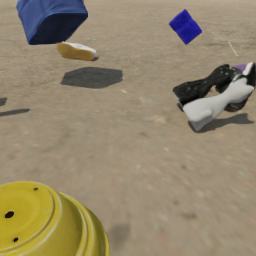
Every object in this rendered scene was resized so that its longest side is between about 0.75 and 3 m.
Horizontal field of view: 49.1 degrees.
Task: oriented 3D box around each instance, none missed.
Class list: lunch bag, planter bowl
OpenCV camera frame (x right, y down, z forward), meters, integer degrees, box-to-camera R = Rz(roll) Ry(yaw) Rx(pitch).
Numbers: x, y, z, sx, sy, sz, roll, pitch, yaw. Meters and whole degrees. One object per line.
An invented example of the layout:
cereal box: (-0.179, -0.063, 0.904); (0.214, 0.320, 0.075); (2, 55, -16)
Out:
lunch bag: (-2.373, -3.717, 8.572); (1.528, 1.488, 2.249); (-20, -2, -43)
planter bowl: (-1.624, 1.586, 4.087); (2.666, 1.110, 2.666); (1, 32, 0)

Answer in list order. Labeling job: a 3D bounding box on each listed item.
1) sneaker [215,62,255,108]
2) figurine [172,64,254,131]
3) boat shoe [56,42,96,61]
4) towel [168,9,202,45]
sneaker: (3.313, -1.378, 9.211); (1.197, 1.035, 2.734); (4, 25, 36)
figurine: (2.302, -0.956, 7.680); (1.789, 0.790, 1.834); (-32, 31, 12)
boat shoe: (-2.312, -3.480, 12.673); (1.853, 0.656, 0.642); (18, 35, 11)
towel: (1.602, -2.814, 7.856); (0.817, 0.603, 0.202); (47, 33, -10)
